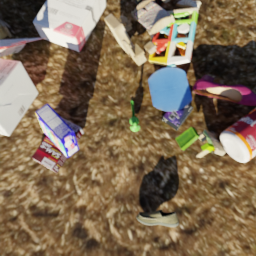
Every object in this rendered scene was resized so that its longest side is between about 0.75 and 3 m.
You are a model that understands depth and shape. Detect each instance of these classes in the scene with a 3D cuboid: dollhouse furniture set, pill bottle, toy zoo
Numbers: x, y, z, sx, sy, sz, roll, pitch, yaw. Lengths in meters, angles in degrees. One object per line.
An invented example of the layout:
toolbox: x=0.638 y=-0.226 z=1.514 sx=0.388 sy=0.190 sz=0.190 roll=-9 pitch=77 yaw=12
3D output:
dollhouse furniture set: x=0.789 y=-4.383 z=11.032 sx=2.977 sy=1.453 sz=2.539 roll=-36 pitch=53 yaw=4
dollhouse furniture set: x=-6.377 y=-4.076 z=11.194 sx=2.354 sy=2.082 sz=1.309 roll=-41 pitch=74 yaw=-14
dollhouse furniture set: x=2.605 y=0.587 z=9.990 sx=0.747 sy=1.936 sz=0.967 roll=-44 pitch=51 yaw=26
pill bottle: x=4.603 y=0.101 z=10.062 sx=2.326 sy=1.314 sz=1.314 roll=-33 pitch=74 yaw=-10
toy zoo: x=1.790 y=-3.529 z=11.349 sx=1.709 sy=0.267 sz=2.605 roll=7 pitch=81 yaw=31

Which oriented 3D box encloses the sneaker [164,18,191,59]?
sneaker: x=2.086 y=-3.796 z=11.892 sx=0.923 sy=0.873 sz=2.392 roll=-21 pitch=66 yaw=15

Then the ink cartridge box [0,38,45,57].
ink cartridge box: x=-4.733 y=-2.891 z=10.507 sx=2.663 sy=0.667 sz=2.143 roll=7 pitch=28 yaw=23

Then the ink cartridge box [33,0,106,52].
ink cartridge box: x=-2.401 y=-4.883 z=11.918 sx=1.988 sy=1.157 sz=2.729 roll=22 pitch=74 yaw=8

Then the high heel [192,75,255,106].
high heel: x=3.678 y=-1.217 z=10.697 sx=2.413 sy=0.813 sz=1.160 roll=25 pitch=49 yaw=23

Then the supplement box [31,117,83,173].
supplement box: x=-2.565 y=0.609 z=10.281 sx=0.988 sy=0.553 sz=1.816 roll=26 pitch=72 yaw=15

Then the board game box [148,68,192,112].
board game box: x=1.599 y=-1.430 z=10.872 sx=1.481 sy=0.365 sz=1.875 roll=-11 pitch=69 yaw=4

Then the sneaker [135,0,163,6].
sneaker: x=1.303 y=-6.190 z=12.715 sx=2.554 sy=0.941 sz=1.108 roll=-27 pitch=61 yaw=-15

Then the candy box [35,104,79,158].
candy box: x=-2.386 y=0.111 z=9.439 sx=0.571 sy=1.254 sz=1.483 roll=-37 pitch=64 yaw=-21

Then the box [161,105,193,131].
box: x=1.902 y=-0.538 z=10.813 sx=0.739 sy=0.413 sz=1.047 roll=36 pitch=73 yaw=9

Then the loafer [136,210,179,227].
loafer: x=0.980 y=2.934 z=9.347 sx=1.412 sy=0.531 sz=0.492 roll=2 pitch=101 yaw=10

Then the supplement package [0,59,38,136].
supplement package: x=-4.525 y=-1.108 z=10.023 sx=1.191 sy=1.673 sz=2.148 roll=12 pitch=57 yaw=17

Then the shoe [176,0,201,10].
shoe: x=2.591 y=-5.267 z=12.058 sx=0.568 sy=1.624 sz=0.433 roll=23 pitch=107 yaw=-30

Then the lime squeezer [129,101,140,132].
lime squeezer: x=0.185 y=-0.295 z=10.456 sx=0.381 sy=0.713 sz=2.018 roll=-21 pitch=27 yaw=9
